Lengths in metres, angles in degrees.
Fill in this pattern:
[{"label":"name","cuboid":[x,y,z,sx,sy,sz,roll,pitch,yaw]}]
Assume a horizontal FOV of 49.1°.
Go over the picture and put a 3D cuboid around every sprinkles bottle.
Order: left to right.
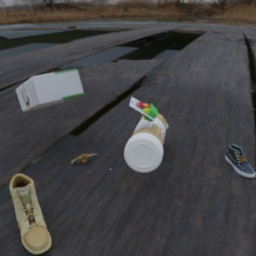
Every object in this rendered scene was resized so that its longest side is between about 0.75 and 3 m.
[{"label":"sprinkles bottle","cuboid":[0.556,0.279,7.704,0.905,0.905,2.651,5,17,9]}]

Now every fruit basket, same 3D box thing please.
[{"label":"fruit basket","cuboid":[0.374,-0.470,7.203,0.758,0.355,0.702,25,24,-6]}]

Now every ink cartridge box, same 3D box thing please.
[{"label":"ink cartridge box","cuboid":[-2.862,-1.298,10.043,1.618,0.938,2.234,-19,7,-34]}]

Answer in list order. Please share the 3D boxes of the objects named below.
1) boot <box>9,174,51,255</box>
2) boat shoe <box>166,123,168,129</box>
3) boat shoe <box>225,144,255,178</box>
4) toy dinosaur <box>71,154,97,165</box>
[{"label":"boot","cuboid":[-2.399,2.033,6.798,0.633,1.352,1.739,-14,31,-25]},{"label":"boat shoe","cuboid":[1.005,0.188,10.192,0.617,0.492,1.631,43,31,11]},{"label":"boat shoe","cuboid":[3.767,1.079,9.431,0.480,0.616,1.358,-9,29,-17]},{"label":"toy dinosaur","cuboid":[-1.511,1.010,9.748,1.041,0.314,0.553,-15,7,-16]}]
